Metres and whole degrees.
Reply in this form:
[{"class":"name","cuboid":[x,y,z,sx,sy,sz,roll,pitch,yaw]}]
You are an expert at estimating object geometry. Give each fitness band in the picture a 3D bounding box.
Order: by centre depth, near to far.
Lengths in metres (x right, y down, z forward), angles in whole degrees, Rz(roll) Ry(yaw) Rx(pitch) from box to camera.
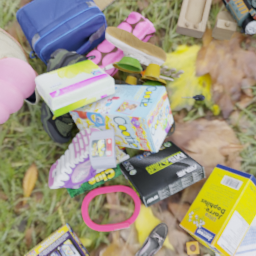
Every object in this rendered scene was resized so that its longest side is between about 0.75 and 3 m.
[{"class":"fitness band","cuboid":[-0.527,2.527,8.846,1.857,0.348,1.334,-7,76,-2]}]

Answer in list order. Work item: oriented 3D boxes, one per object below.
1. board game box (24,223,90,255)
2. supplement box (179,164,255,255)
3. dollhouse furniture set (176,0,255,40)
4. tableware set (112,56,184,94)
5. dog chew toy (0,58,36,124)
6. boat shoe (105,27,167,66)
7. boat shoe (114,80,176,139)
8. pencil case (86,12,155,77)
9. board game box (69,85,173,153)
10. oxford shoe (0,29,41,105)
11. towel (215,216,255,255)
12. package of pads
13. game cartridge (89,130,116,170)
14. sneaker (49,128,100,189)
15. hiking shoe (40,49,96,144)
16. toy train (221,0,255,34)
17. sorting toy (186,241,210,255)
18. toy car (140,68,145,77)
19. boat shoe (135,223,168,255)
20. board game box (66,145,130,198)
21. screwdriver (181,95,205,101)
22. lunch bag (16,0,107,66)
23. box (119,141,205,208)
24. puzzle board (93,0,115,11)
[{"class":"board game box","cuboid":[-2.147,3.992,8.444,1.705,0.483,1.409,-36,79,-7]},{"class":"supplement box","cuboid":[2.682,2.312,7.867,1.175,1.182,2.159,46,73,-32]},{"class":"dollhouse furniture set","cuboid":[3.469,-4.640,9.282,2.910,2.371,2.767,14,79,3]},{"class":"tableware set","cuboid":[0.393,-1.465,8.319,1.906,2.829,0.434,14,89,-7]},{"class":"dog chew toy","cuboid":[-3.149,-0.891,7.176,1.149,1.149,1.845,18,63,4]},{"class":"boat shoe","cuboid":[0.163,-2.362,8.669,2.093,0.725,0.741,22,48,-19]},{"class":"boat shoe","cuboid":[0.313,-0.460,9.039,2.529,0.934,0.957,40,63,1]},{"class":"pencil case","cuboid":[-0.301,-2.650,9.412,1.264,1.304,2.785,43,82,-15]},{"class":"board game box","cuboid":[-0.175,-0.325,7.499,2.324,1.197,1.219,8,47,31]},{"class":"oxford shoe","cuboid":[-3.413,-1.842,8.202,0.956,0.997,2.701,-34,121,6]},{"class":"towel","cuboid":[3.717,3.660,8.566,2.155,0.349,2.934,-11,79,-1]},{"class":"package of pads","cuboid":[-1.372,-1.077,7.107,1.670,0.569,1.290,-25,45,-23]},{"class":"game cartridge","cuboid":[-0.604,0.494,6.526,0.612,0.188,0.920,-8,67,10]},{"class":"sneaker","cuboid":[-1.218,0.930,7.686,1.018,0.926,2.303,27,121,-30]},{"class":"hiking shoe","cuboid":[-1.747,-0.829,8.590,1.502,1.130,2.984,14,108,22]},{"class":"toy train","cuboid":[3.852,-4.006,8.951,0.956,1.279,2.244,11,51,-30]},{"class":"sorting toy","cuboid":[2.115,4.486,8.443,1.119,0.271,1.988,-17,78,-3]},{"class":"toy car","cuboid":[0.644,-1.793,9.345,0.577,1.177,0.392,23,91,-1]},{"class":"boat shoe","cuboid":[0.714,3.617,8.532,0.530,0.452,1.586,38,81,7]},{"class":"board game box","cuboid":[-1.021,1.244,8.862,2.214,0.260,1.160,-25,108,-8]},{"class":"screwdriver","cuboid":[2.014,-0.992,8.999,0.199,1.425,0.207,-46,111,-7]},{"class":"lunch bag","cuboid":[-2.113,-3.166,9.220,2.754,1.871,1.822,-36,80,-4]},{"class":"box","cuboid":[0.925,1.256,8.279,1.929,1.863,0.458,-23,117,-12]},{"class":"puzzle board","cuboid":[-1.488,-5.056,10.517,1.356,0.157,1.800,-42,81,-7]}]
